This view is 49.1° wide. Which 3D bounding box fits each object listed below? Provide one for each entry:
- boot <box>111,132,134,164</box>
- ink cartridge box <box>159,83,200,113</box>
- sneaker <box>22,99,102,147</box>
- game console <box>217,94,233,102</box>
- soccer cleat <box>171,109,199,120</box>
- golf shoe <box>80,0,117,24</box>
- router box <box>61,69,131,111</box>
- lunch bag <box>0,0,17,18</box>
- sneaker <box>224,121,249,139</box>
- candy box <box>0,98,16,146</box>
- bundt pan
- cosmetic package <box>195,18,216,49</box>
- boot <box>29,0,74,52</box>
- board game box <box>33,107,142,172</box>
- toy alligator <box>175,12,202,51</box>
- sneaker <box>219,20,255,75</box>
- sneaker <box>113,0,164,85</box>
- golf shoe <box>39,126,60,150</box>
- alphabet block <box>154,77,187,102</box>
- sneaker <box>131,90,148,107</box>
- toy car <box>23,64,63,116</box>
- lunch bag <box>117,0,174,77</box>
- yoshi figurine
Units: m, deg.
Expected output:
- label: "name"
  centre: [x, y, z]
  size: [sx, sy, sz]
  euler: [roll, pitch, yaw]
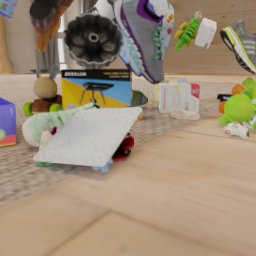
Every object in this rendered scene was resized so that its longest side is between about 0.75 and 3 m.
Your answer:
- label: "boot"
  centre: [-0.411, 0.214, 6.099]
  size: [1.337, 0.650, 1.776]
  euler: [11, 21, 41]
- label: "ink cartridge box"
  centre: [1.938, -1.183, 10.935]
  size: [1.467, 1.066, 1.061]
  euler: [0, 14, 2]
- label: "sneaker"
  centre: [-1.434, -0.207, 6.733]
  size: [1.261, 0.787, 2.138]
  euler: [-23, 0, 28]
- label: "game console"
  centre: [5.005, -1.468, 13.882]
  size: [1.182, 0.242, 2.004]
  euler: [6, 15, 22]
- label: "soccer cleat"
  centre: [1.957, -0.445, 9.589]
  size: [0.960, 0.333, 0.372]
  euler: [12, 12, 17]
- label: "golf shoe"
  centre: [-1.088, -3.777, 9.771]
  size: [1.181, 0.972, 2.499]
  euler: [-18, -6, -16]
- label: "router box"
  centre: [-1.036, -1.131, 9.424]
  size: [2.268, 1.692, 0.579]
  euler: [-1, 13, -1]
- label: "lunch bag"
  centre: [-2.949, -2.945, 5.622]
  size: [1.370, 0.645, 1.032]
  euler: [6, -18, -31]
- label: "sneaker"
  centre: [2.853, 0.103, 7.440]
  size: [0.446, 0.336, 0.954]
  euler: [-18, 16, 4]
- label: "candy box"
  centre: [-4.316, -0.207, 6.938]
  size: [2.357, 1.074, 2.788]
  euler: [-7, 14, -34]
- label: "bundt pan"
  centre: [-1.065, -2.554, 8.586]
  size: [1.822, 1.822, 0.684]
  euler: [-3, -20, -11]
- label: "cosmetic package"
  centre: [2.739, -3.366, 9.898]
  size: [0.521, 0.716, 1.408]
  euler: [22, 32, 5]
- label: "boot"
  centre: [-1.102, -1.865, 4.536]
  size: [0.425, 1.169, 1.242]
  euler: [30, -10, -8]
- label: "board game box"
  centre: [-0.739, 0.167, 5.485]
  size: [1.680, 0.217, 1.679]
  euler: [0, 37, 31]
- label: "toy alligator"
  centre: [1.586, -2.494, 6.956]
  size: [0.431, 1.452, 0.394]
  euler: [37, -21, -12]
- label: "sneaker"
  centre: [3.509, -2.305, 8.172]
  size: [0.753, 1.860, 0.687]
  euler: [-39, 19, 12]
- label: "sneaker"
  centre: [0.641, -2.484, 7.947]
  size: [1.171, 2.676, 0.996]
  euler: [-14, 31, 31]
- label: "golf shoe"
  centre: [-1.441, 0.213, 6.355]
  size: [0.458, 0.557, 1.217]
  euler: [9, 15, 36]
- label: "alphabet block"
  centre: [2.047, -1.823, 13.414]
  size: [1.200, 1.172, 1.178]
  euler: [7, 13, 30]
- label: "sneaker"
  centre: [0.143, -1.296, 12.363]
  size: [1.058, 0.791, 2.358]
  euler: [13, 5, -16]
- label: "toy car"
  centre: [-2.850, -1.355, 10.061]
  size: [1.495, 1.820, 1.436]
  euler: [7, 16, 24]
- label: "lunch bag"
  centre: [0.351, -3.349, 9.720]
  size: [1.104, 2.921, 2.340]
  euler: [-24, 64, -26]
- label: "yoshi figurine"
  centre: [3.458, -0.714, 8.696]
  size: [1.481, 1.486, 2.645]
  euler: [-14, 14, 9]
